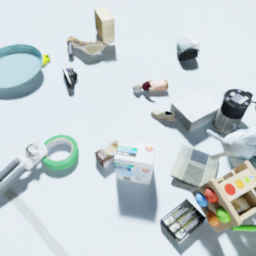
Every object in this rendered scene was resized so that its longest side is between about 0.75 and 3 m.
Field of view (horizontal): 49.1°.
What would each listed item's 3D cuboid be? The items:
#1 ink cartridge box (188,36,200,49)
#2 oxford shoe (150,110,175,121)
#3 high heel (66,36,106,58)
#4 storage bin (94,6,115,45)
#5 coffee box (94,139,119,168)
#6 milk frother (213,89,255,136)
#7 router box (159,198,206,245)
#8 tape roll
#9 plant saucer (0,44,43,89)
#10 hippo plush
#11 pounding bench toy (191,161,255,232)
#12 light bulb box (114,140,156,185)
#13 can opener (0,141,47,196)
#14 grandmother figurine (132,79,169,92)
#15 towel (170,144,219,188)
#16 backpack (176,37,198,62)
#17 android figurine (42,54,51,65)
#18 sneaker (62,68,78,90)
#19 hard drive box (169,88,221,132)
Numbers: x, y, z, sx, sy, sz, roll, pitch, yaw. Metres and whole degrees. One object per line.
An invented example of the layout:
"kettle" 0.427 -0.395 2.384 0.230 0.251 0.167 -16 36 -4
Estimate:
"ink cartridge box" 3.233 -4.399 14.472 0.558 0.315 0.762 -23 54 -18
"oxford shoe" 1.393 -0.591 11.282 1.030 0.380 0.364 12 56 18
"high heel" -2.139 -4.342 14.130 2.016 0.720 1.437 -13 58 1
"storage bin" -1.225 -5.286 14.496 0.664 1.406 1.416 -17 53 -15
"coffee box" -0.633 0.916 10.059 1.000 0.399 0.572 -32 58 -24
"milk frother" 4.243 -0.392 10.358 1.525 1.590 1.690 -17 53 -12
"router box" 1.670 2.830 8.556 1.151 0.294 0.858 -31 57 -23
"tape roll" -2.479 0.865 10.151 1.356 0.326 1.356 0 50 -1
"plant saucer" -5.351 -2.813 12.986 2.921 0.400 2.921 -2 56 3
"hippo plush" 3.939 0.757 9.456 2.251 1.793 1.810 -6 5 19
"pounding bench toy" 3.128 2.378 8.068 1.660 1.322 2.128 -21 69 -24
"light bulb box" 0.226 1.150 9.314 1.245 1.256 0.784 9 51 8
"can opener" -3.755 1.404 9.555 0.636 0.802 2.415 42 64 1
"grandmother figurine" 0.966 -1.823 12.308 1.568 0.475 0.951 -7 26 -2
"towel" 2.329 1.406 9.808 1.481 0.266 1.538 21 52 13
"backpack" 2.831 -3.886 13.773 0.998 0.757 1.196 -12 50 -7
"android figurine" -4.349 -3.332 13.673 1.043 0.214 0.950 -17 53 -15
"sneaker" -2.535 -2.303 12.652 0.604 0.523 1.380 -13 52 -17
"hard drive box" 2.726 -0.748 11.265 1.663 0.639 1.296 -26 55 -19
